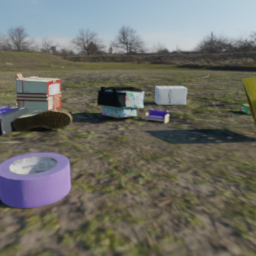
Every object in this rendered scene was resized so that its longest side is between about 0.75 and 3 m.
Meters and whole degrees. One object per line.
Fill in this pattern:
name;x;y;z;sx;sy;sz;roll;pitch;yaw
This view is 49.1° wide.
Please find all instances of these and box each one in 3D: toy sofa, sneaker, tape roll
toy sofa;1.337;-0.555;13.015;1.053;0.514;0.436;10;18;29
sneaker;-3.466;-0.431;11.662;2.354;0.789;1.057;-7;20;2
tape roll;-2.135;1.142;6.444;1.574;0.669;1.574;0;16;0

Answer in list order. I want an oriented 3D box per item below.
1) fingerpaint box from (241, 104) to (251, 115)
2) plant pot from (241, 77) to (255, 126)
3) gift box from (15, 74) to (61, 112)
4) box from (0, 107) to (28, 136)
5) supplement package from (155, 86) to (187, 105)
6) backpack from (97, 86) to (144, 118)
fingerpaint box;6.643;-0.982;14.782;0.923;0.406;1.106;0;15;-2
plant pot;5.288;-0.929;10.192;1.567;1.777;1.777;-18;31;21
gift box;-4.925;-1.843;14.985;2.006;1.982;2.148;5;10;11
box;-5.318;-0.340;11.726;1.434;0.801;2.032;5;16;9
supplement package;2.618;-2.011;17.347;1.775;1.037;1.041;-1;15;-5
backpack;-0.254;-1.302;13.642;1.872;1.588;2.109;9;17;37
